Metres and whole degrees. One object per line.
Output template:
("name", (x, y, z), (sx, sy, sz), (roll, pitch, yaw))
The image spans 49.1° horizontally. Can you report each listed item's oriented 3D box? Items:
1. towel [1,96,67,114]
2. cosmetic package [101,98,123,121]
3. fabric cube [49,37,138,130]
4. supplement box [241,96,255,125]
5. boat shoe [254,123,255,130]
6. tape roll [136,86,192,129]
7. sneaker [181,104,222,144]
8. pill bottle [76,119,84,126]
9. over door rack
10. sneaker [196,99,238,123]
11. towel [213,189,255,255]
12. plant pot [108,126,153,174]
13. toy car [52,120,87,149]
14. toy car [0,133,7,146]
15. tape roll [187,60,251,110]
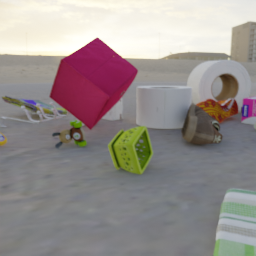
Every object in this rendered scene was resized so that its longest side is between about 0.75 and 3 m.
("towel", (-4.329, -1.064, 13.434), (2.030, 0.322, 2.827), (17, 6, 21))
("cosmetic package", (-1.204, -0.963, 13.031), (1.991, 1.012, 0.737), (9, 15, 42))
("fabric cube", (-1.205, -1.556, 9.824), (1.993, 1.955, 1.986), (39, 47, 1))
("supplement box", (5.783, -0.622, 11.151), (1.104, 1.081, 2.135), (-11, 15, -35))
("boat shoe", (5.261, -0.048, 10.119), (1.376, 0.503, 0.431), (-6, -20, 11))
("tape roll", (1.439, -0.900, 11.387), (2.238, 1.537, 2.238), (0, 12, 0))
("sneaker", (2.431, -0.032, 9.330), (1.103, 1.028, 2.920), (19, 20, 7))
("pill bottle", (-1.704, -0.412, 11.604), (0.506, 0.506, 0.902), (5, 13, 21))
("over door rack", (-3.736, -0.567, 11.112), (2.235, 0.744, 1.651), (-4, 8, 29))
("sneaker", (3.695, -0.659, 12.215), (2.985, 1.089, 1.151), (-5, -8, -43))
("towel", (1.962, 1.399, 3.741), (1.448, 0.298, 1.940), (3, 14, 24))
("plant pot", (0.035, 0.483, 6.317), (0.735, 0.806, 0.810), (-1, 30, 29))
("toy car", (-1.746, 0.247, 8.142), (0.868, 0.713, 0.685), (-19, 16, -27))
("toy car", (-3.943, 0.301, 7.263), (0.714, 1.053, 2.146), (37, 30, 12))
("tape roll", (4.523, -2.071, 14.213), (2.669, 2.669, 1.833), (-1, 11, -6))
